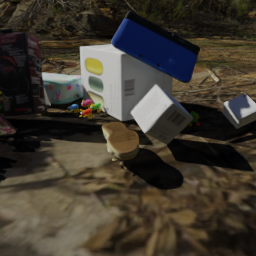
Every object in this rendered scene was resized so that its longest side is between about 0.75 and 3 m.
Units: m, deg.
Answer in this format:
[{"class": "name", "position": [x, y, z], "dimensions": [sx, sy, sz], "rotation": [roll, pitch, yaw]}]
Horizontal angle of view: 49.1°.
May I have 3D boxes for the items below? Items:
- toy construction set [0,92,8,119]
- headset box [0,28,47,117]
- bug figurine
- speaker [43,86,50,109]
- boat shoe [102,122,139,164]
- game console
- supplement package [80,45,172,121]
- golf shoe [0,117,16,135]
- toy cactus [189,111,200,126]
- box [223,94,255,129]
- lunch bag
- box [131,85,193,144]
[{"class": "toy construction set", "position": [-4.054, -0.644, 8.220], "dimensions": [1.122, 0.935, 0.862], "rotation": [3, 40, 7]}, {"class": "headset box", "position": [-3.885, -1.740, 8.916], "dimensions": [2.051, 2.760, 1.035], "rotation": [-6, 6, 5]}, {"class": "bug figurine", "position": [-1.528, -0.710, 9.919], "dimensions": [1.005, 0.334, 1.296], "rotation": [-27, 31, -34]}, {"class": "speaker", "position": [-3.239, -1.294, 10.092], "dimensions": [0.519, 1.279, 0.519], "rotation": [-21, -8, -3]}, {"class": "boat shoe", "position": [-0.169, 0.376, 6.713], "dimensions": [0.709, 0.606, 1.935], "rotation": [-10, 19, -10]}, {"class": "game console", "position": [0.851, -2.547, 9.550], "dimensions": [2.716, 1.607, 2.318], "rotation": [26, -4, -5]}, {"class": "supplement package", "position": [-0.138, -1.853, 10.389], "dimensions": [2.194, 2.210, 2.912], "rotation": [-14, 25, -31]}, {"class": "golf shoe", "position": [-3.479, 0.001, 7.788], "dimensions": [0.358, 0.454, 0.985], "rotation": [39, -10, 14]}, {"class": "toy cactus", "position": [1.802, -0.185, 8.569], "dimensions": [0.796, 0.493, 0.964], "rotation": [-28, -1, 15]}, {"class": "box", "position": [3.499, -0.526, 8.673], "dimensions": [0.777, 0.511, 0.781], "rotation": [-24, 51, -6]}, {"class": "lunch bag", "position": [-3.083, -1.672, 11.604], "dimensions": [2.569, 0.990, 2.061], "rotation": [9, 18, 18]}, {"class": "box", "position": [0.874, -0.329, 7.346], "dimensions": [1.049, 1.054, 0.903], "rotation": [27, 23, -44]}]
